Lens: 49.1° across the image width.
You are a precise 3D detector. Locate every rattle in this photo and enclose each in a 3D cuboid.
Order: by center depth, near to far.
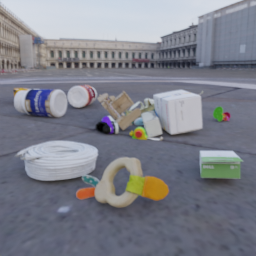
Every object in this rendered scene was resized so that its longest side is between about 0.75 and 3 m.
[{"bbox_3d":[-0.134,1.099,5.177,1.373,0.894,0.981,-32,-24,31],"label":"rattle"}]

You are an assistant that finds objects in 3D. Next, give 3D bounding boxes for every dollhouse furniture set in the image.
[{"bbox_3d":[-0.356,-0.958,11.409,1.136,1.331,2.567,-39,17,0],"label":"dollhouse furniture set"}]

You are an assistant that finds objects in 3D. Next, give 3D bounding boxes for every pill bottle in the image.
[{"bbox_3d":[-4.149,-1.190,13.261,2.229,1.290,1.290,4,14,19],"label":"pill bottle"},{"bbox_3d":[-2.584,-1.861,16.248,1.192,1.192,2.088,2,11,10],"label":"pill bottle"}]

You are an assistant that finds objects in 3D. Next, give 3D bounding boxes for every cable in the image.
[{"bbox_3d":[-1.538,0.730,6.492,1.636,0.566,1.636,4,10,6],"label":"cable"}]

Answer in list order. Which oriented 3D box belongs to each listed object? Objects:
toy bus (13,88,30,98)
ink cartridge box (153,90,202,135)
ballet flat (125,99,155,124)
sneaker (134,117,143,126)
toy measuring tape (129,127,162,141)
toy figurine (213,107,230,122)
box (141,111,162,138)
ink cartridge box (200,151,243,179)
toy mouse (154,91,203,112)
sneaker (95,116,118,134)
[{"bbox_3d":[-6.211,-1.846,16.946,1.111,0.924,2.838,-8,15,-34],"label":"toy bus"},{"bbox_3d":[1.780,-0.614,10.219,1.207,1.229,1.669,-11,16,-9],"label":"ink cartridge box"},{"bbox_3d":[0.717,-0.869,12.005,2.084,0.736,0.736,-28,25,-28],"label":"ballet flat"},{"bbox_3d":[0.691,-0.236,11.319,0.884,0.327,0.362,-11,26,-15],"label":"sneaker"},{"bbox_3d":[0.587,0.190,9.323,1.120,0.412,0.412,4,14,16],"label":"toy measuring tape"},{"bbox_3d":[4.197,-0.506,12.238,0.691,0.564,0.751,16,42,-25],"label":"toy figurine"},{"bbox_3d":[0.822,-0.163,10.105,0.522,0.628,1.528,-16,14,2],"label":"box"},{"bbox_3d":[1.939,0.799,5.975,0.771,0.441,1.486,-1,2,13],"label":"ink cartridge box"},{"bbox_3d":[2.374,-0.938,12.470,2.306,0.502,2.595,-27,29,-7],"label":"toy mouse"},{"bbox_3d":[-0.894,-0.109,10.354,0.713,0.499,1.435,-7,14,-20],"label":"sneaker"}]
